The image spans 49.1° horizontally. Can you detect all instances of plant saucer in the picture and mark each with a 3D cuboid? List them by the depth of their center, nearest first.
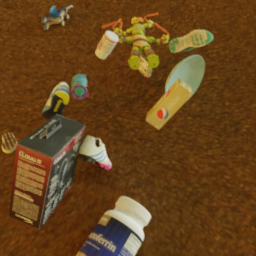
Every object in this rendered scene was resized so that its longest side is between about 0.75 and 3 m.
[{"bbox_3d":[2.098,-1.867,10.911,2.191,2.191,0.422,-37,53,-17],"label":"plant saucer"}]

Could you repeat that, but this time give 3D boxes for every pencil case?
[{"bbox_3d":[-1.756,-1.509,10.170,0.619,0.570,1.340,24,22,-19],"label":"pencil case"}]

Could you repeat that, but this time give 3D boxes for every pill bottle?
[{"bbox_3d":[-0.420,3.438,8.459,1.448,1.448,2.503,29,61,14],"label":"pill bottle"},{"bbox_3d":[-0.768,-2.880,9.815,0.509,0.898,0.509,22,43,-22],"label":"pill bottle"}]

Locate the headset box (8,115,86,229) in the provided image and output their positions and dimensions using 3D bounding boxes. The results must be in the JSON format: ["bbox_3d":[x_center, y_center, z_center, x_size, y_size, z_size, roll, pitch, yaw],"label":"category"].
[{"bbox_3d":[-2.360,1.118,8.346,1.115,2.887,2.149,20,28,6],"label":"headset box"}]

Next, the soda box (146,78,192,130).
[{"bbox_3d":[1.280,-0.736,8.870,0.555,1.637,0.524,35,29,-11],"label":"soda box"}]

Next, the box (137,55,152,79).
[{"bbox_3d":[0.692,-2.577,11.782,0.207,0.655,1.191,1,29,-18],"label":"box"}]

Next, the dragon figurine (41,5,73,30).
[{"bbox_3d":[-3.485,-5.557,13.687,0.996,0.590,2.003,17,65,9],"label":"dragon figurine"}]

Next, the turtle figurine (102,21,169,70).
[{"bbox_3d":[0.315,-2.999,10.200,2.567,0.827,2.070,4,51,-12],"label":"turtle figurine"}]

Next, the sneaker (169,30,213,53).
[{"bbox_3d":[2.281,-3.067,9.996,1.562,0.712,0.606,-3,95,34],"label":"sneaker"}]

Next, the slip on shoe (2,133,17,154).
[{"bbox_3d":[-3.449,0.502,8.144,0.429,0.342,1.127,-17,29,-24],"label":"slip on shoe"}]

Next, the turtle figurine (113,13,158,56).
[{"bbox_3d":[0.508,-3.762,11.265,1.986,0.640,1.602,-22,109,-12],"label":"turtle figurine"}]

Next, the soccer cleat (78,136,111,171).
[{"bbox_3d":[-0.977,0.873,9.481,0.712,2.037,0.879,14,75,20],"label":"soccer cleat"}]

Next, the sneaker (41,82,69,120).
[{"bbox_3d":[-2.628,-0.931,10.307,0.689,1.863,0.766,20,48,-28],"label":"sneaker"}]
